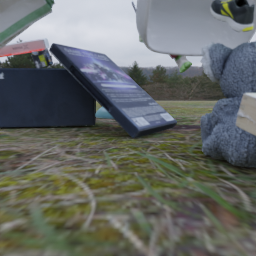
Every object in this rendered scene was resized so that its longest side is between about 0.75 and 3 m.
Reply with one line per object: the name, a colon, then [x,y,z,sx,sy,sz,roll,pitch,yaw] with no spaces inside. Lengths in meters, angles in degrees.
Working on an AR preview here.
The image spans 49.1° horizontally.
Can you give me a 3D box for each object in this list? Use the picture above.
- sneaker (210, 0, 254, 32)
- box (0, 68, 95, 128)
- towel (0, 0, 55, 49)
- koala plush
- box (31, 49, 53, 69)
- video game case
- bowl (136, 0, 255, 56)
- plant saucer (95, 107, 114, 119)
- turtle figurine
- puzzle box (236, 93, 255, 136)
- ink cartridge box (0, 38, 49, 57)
sneaker: [1.383,-1.557,3.652,0.307,0.349,0.825,-13,44,-16]
box: [-2.353,-0.947,8.533,2.604,1.614,2.560,-2,6,-9]
towel: [-2.761,-2.594,4.810,1.912,2.563,0.393,-34,48,5]
koala plush: [1.663,-0.397,3.792,1.453,1.638,1.506,4,8,23]
box: [-3.610,-2.963,11.638,0.703,0.878,0.194,-24,22,-20]
video game case: [-0.283,-0.976,6.907,2.977,0.282,2.126,45,26,19]
bowl: [1.342,-2.614,4.750,2.590,2.593,0.968,-7,42,-27]
plant saucer: [0.123,-0.662,11.495,2.992,0.410,2.992,1,7,0]
turtle figurine: [1.313,-3.027,8.485,1.796,2.420,2.496,-40,-4,-23]
puzzle box: [2.831,0.105,2.744,2.945,0.374,1.959,-3,24,-25]
ink cartridge box: [-3.106,-2.312,8.090,1.434,0.312,1.245,-10,19,-3]
